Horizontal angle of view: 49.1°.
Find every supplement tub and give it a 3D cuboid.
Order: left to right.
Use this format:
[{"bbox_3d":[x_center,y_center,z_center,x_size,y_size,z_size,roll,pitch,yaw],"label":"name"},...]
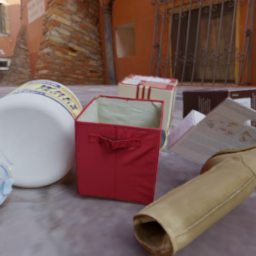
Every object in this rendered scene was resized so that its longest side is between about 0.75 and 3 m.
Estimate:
[{"bbox_3d":[-2.254,-0.057,7.182,2.149,2.149,2.976,-1,18,-6],"label":"supplement tub"}]

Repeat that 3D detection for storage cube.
[{"bbox_3d":[-0.128,0.385,5.916,1.598,1.681,1.870,6,25,7],"label":"storage cube"}]

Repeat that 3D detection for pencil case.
[{"bbox_3d":[-3.527,0.940,5.658,2.575,1.070,1.168,7,11,31],"label":"pencil case"}]

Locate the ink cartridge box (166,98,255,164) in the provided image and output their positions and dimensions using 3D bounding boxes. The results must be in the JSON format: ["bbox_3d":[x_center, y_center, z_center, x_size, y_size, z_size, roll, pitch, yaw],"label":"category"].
[{"bbox_3d":[2.237,0.191,6.026,2.147,1.892,0.480,22,45,-19],"label":"ink cartridge box"}]

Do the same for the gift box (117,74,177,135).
[{"bbox_3d":[0.531,-0.673,10.042,2.271,2.121,2.096,10,23,17],"label":"gift box"}]

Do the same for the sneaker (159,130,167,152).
[{"bbox_3d":[0.623,0.508,7.417,0.447,1.105,0.408,24,12,-45],"label":"sneaker"}]

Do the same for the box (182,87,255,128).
[{"bbox_3d":[3.313,-0.432,9.705,1.867,1.886,2.273,-8,10,-26],"label":"box"}]

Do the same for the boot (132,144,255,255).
[{"bbox_3d":[1.153,1.147,4.804,2.572,0.851,2.253,-24,-15,-25],"label":"boot"}]
